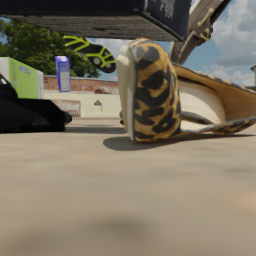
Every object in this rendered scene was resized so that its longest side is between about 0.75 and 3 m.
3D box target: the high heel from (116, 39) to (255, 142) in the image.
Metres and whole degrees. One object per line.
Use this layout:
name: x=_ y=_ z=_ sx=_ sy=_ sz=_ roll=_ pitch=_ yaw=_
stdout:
high heel: x=0.971 y=-0.411 z=3.138 sx=2.048 sy=1.026 sz=2.873 roll=-6 pitch=-8 yaw=6

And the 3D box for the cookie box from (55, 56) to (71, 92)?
cookie box: x=-2.253 y=-1.865 z=9.704 sx=0.396 sy=1.053 sz=0.901 roll=-6 pitch=26 yaw=-18

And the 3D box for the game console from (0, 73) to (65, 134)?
game console: x=-2.505 y=-0.631 z=5.664 sx=1.634 sy=0.334 sz=2.769 roll=-1 pitch=28 yaw=-40

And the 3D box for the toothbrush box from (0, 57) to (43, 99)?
toothbrush box: x=-3.268 y=-0.885 z=7.918 sx=1.027 sy=1.737 sz=2.385 roll=0 pitch=3 yaw=4

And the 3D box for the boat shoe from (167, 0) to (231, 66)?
boat shoe: x=2.074 y=-2.948 z=7.965 sx=0.831 sy=2.791 sz=1.003 roll=30 pitch=-1 yaw=19

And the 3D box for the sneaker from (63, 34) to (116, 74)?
sneaker: x=-1.349 y=-2.811 z=10.367 sx=2.156 sy=0.813 sz=0.824 roll=35 pitch=6 yaw=-12

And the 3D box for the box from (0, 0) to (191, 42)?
box: x=-0.498 y=-2.716 z=5.222 sx=2.915 sy=1.796 sz=2.891 roll=10 pitch=11 yaw=20

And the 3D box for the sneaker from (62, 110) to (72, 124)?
sneaker: x=-2.873 y=-0.472 z=12.452 sx=1.060 sy=0.610 sz=2.032 roll=-8 pitch=4 yaw=-45

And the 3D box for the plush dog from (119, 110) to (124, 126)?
plush dog: x=0.282 y=-0.268 z=7.534 sx=1.036 sy=0.832 sz=0.890 roll=-29 pitch=7 yaw=20
